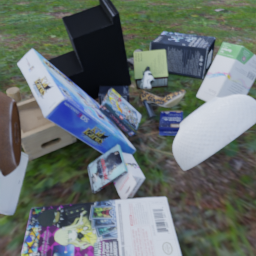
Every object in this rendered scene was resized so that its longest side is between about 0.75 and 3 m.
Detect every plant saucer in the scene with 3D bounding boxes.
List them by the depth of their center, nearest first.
[{"bbox_3d":[-2.135,0.108,5.069,0.261,1.515,1.515,-4,34,-15],"label":"plant saucer"}]

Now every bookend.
[{"bbox_3d":[-1.552,-2.116,8.502,2.829,2.811,1.303,-24,57,-6],"label":"bookend"}]

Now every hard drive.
[{"bbox_3d":[-2.795,0.775,5.238,0.261,1.990,1.313,-8,61,24],"label":"hard drive"}]

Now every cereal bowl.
[{"bbox_3d":[1.921,-0.031,6.511,2.281,2.281,0.950,-29,79,-36],"label":"cereal bowl"}]

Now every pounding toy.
[{"bbox_3d":[-2.815,-0.196,7.847,1.945,1.013,2.214,-23,49,-20],"label":"pounding toy"}]

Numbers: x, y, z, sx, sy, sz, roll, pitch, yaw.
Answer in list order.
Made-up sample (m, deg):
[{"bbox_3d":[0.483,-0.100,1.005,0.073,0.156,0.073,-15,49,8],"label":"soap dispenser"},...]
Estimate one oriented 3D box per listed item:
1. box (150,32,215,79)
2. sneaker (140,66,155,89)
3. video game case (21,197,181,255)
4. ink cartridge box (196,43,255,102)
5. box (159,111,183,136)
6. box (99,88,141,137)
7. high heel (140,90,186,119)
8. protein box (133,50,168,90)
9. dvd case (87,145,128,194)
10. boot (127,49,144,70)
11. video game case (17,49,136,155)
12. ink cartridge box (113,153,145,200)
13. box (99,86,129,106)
[{"bbox_3d":[2.371,-3.240,12.287,2.430,1.301,1.804,13,36,20],"label":"box"},{"bbox_3d":[0.698,-1.666,9.425,0.425,0.356,0.961,10,59,7],"label":"sneaker"},{"bbox_3d":[-0.403,2.443,4.413,2.669,0.527,2.944,-4,35,-5],"label":"video game case"},{"bbox_3d":[3.186,-1.509,8.809,1.359,1.870,0.818,14,14,-38],"label":"ink cartridge box"},{"bbox_3d":[1.325,-0.170,8.621,0.708,0.189,1.168,1,35,10],"label":"box"},{"bbox_3d":[-0.188,-0.417,7.599,0.224,1.187,0.810,-32,25,37],"label":"box"},{"bbox_3d":[1.040,-1.070,8.819,0.510,1.429,1.018,17,46,-55],"label":"high heel"},{"bbox_3d":[0.820,-2.119,10.243,1.156,0.780,1.147,-4,68,5],"label":"protein box"},{"bbox_3d":[-0.497,0.939,6.378,1.007,0.111,0.735,-37,49,22],"label":"dvd case"},{"bbox_3d":[0.307,-3.199,12.970,1.020,0.541,1.550,-17,33,-15],"label":"boot"},{"bbox_3d":[-1.244,-0.488,6.963,0.612,2.694,2.442,-45,48,4],"label":"video game case"},{"bbox_3d":[-0.014,1.124,6.305,0.362,0.615,1.068,16,25,-31],"label":"ink cartridge box"},{"bbox_3d":[-0.439,-0.810,8.945,0.934,0.942,0.580,-1,38,-2],"label":"box"}]
